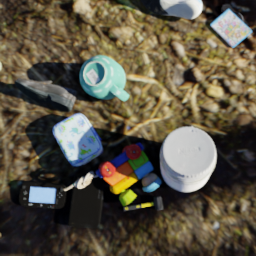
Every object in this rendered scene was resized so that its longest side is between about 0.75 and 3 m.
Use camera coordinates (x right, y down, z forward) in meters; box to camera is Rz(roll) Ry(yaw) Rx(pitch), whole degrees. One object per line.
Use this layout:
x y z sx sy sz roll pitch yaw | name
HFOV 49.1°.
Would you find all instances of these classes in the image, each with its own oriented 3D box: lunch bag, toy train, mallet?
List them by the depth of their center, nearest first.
-0.429 1.908 9.375 2.916 1.234 1.687 -34 89 -10 | toy train
0.527 2.724 9.542 1.350 0.278 0.444 -17 77 0 | mallet
-1.757 0.435 9.993 1.359 0.697 1.690 -31 75 -8 | lunch bag

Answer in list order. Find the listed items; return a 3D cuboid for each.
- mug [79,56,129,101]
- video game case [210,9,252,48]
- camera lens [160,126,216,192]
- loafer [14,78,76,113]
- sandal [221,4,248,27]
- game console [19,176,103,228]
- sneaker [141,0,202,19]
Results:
-0.847 -1.825 10.160 1.849 1.144 1.520 8 89 19 | mug
4.239 -4.116 11.583 0.988 0.123 1.380 -40 76 7 | video game case
1.863 1.071 8.979 1.673 2.092 1.673 -3 66 6 | camera lens
-3.080 -1.394 10.565 2.339 0.851 0.845 24 66 -3 | loafer
4.479 -4.676 11.804 0.550 0.310 1.446 -36 76 -10 | sandal
-2.299 2.457 9.548 2.858 0.345 1.686 4 72 2 | game console
1.776 -5.265 11.759 2.658 0.955 0.963 20 50 9 | sneaker
